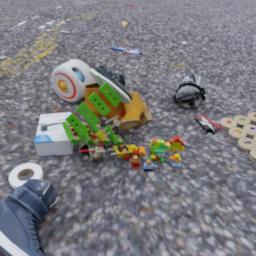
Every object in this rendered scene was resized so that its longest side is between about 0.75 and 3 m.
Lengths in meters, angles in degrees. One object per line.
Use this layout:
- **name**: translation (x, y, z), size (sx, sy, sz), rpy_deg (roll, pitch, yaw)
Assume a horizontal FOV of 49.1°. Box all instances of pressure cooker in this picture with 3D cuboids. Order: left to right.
- **pressure cooker**: translation (2.805, -1.595, 12.538), size (1.320, 1.300, 1.478), rpy_deg (26, 43, 2)

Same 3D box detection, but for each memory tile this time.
- **memory tile**: translation (5.052, 0.296, 10.978), size (2.077, 0.227, 2.710), rpy_deg (-11, 40, -13)

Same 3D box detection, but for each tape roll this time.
- **tape roll**: translation (-3.384, 1.618, 9.309), size (1.086, 0.198, 1.086), rpy_deg (1, 38, -1)

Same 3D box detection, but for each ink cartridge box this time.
- **ink cartridge box**: translation (-2.760, 0.213, 10.666), size (1.257, 0.732, 1.739), rpy_deg (-5, 38, -6)

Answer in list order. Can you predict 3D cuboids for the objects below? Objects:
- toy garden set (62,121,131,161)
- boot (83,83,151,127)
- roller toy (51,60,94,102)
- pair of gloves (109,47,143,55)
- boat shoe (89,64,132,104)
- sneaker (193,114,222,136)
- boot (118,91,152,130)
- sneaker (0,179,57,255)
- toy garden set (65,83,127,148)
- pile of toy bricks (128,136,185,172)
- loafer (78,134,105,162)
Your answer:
- **toy garden set**: translation (-0.988, 0.379, 9.835), size (2.178, 0.435, 1.815), rpy_deg (5, 37, -38)
- **boot**: translation (-0.367, -1.006, 11.236), size (2.727, 1.952, 0.959), rpy_deg (-4, 39, -6)
- **roller toy**: translation (-2.579, -2.128, 12.831), size (1.912, 1.744, 1.336), rpy_deg (20, 42, 23)
- **pair of gloves**: translation (-0.055, -2.822, 10.196), size (1.165, 0.133, 0.937), rpy_deg (15, 22, 17)
- **boat shoe**: translation (-0.478, -1.658, 9.980), size (0.750, 0.845, 2.261), rpy_deg (-41, 49, -13)
- **sneaker**: translation (2.736, -0.092, 9.928), size (1.072, 0.379, 0.524), rpy_deg (32, 79, 25)
- **boot**: translation (0.014, -0.722, 10.538), size (1.964, 0.691, 1.406), rpy_deg (-11, 68, -52)
- **sneaker**: translation (-2.392, 2.535, 7.390), size (2.915, 1.108, 2.106), rpy_deg (25, 47, 30)
- **toy garden set**: translation (-0.938, -0.368, 9.418), size (1.802, 1.502, 0.360), rpy_deg (-42, 16, -2)
- **pile of toy bricks**: translation (0.978, 0.758, 9.734), size (2.075, 1.025, 1.151), rpy_deg (0, 38, 1)
- **loafer**: translation (-1.523, 0.570, 10.244), size (0.645, 0.696, 1.851), rpy_deg (-19, 42, -30)
